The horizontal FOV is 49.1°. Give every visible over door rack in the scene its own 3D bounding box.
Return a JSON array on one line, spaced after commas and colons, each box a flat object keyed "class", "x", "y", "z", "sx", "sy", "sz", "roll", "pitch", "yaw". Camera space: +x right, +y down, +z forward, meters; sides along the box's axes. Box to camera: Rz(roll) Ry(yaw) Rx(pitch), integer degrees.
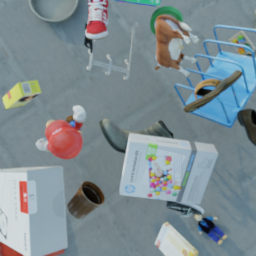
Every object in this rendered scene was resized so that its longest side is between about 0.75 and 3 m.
[{"class": "over door rack", "x": -0.562, "y": -2.839, "z": 9.841, "sx": 1.524, "sy": 0.687, "sz": 2.063, "roll": 11, "pitch": 89, "yaw": -20}]

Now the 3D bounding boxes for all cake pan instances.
[{"class": "cake pan", "x": -3.116, "y": -5.422, "z": 11.862, "sx": 2.079, "sy": 0.381, "sz": 2.079, "roll": 0, "pitch": 85, "yaw": 0}]

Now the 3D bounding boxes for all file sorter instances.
[{"class": "file sorter", "x": 3.096, "y": -1.792, "z": 9.376, "sx": 1.906, "sy": 1.685, "sz": 2.747, "roll": 26, "pitch": 78, "yaw": 40}]

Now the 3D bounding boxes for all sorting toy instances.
[{"class": "sorting toy", "x": 4.006, "y": -2.947, "z": 9.929, "sx": 0.156, "sy": 0.856, "sz": 0.793, "roll": -41, "pitch": 95, "yaw": -12}]

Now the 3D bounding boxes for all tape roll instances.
[{"class": "tape roll", "x": 1.319, "y": -3.602, "z": 9.647, "sx": 1.123, "sy": 1.123, "sz": 0.270, "roll": 12, "pitch": 53, "yaw": 1}]

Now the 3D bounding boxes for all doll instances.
[{"class": "doll", "x": 3.183, "y": 3.871, "z": 10.958, "sx": 1.351, "sy": 0.327, "sz": 0.922, "roll": 41, "pitch": 93, "yaw": 10}]

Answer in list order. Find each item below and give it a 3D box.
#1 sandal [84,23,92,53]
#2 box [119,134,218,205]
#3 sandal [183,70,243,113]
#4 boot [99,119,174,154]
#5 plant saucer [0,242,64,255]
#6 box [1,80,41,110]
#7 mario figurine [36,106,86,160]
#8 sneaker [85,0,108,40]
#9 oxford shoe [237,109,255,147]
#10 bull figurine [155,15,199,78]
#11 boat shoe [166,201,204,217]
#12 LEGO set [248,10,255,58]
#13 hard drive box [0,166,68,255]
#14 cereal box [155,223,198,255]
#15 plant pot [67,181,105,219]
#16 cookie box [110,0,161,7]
[{"class": "sandal", "x": -1.332, "y": -2.919, "z": 9.138, "sx": 0.261, "sy": 1.091, "sz": 0.410, "roll": -1, "pitch": 55, "yaw": 3}, {"class": "box", "x": 1.122, "y": 1.252, "z": 8.282, "sx": 2.515, "sy": 0.518, "sz": 1.961, "roll": 9, "pitch": 118, "yaw": -3}, {"class": "sandal", "x": 2.237, "y": -1.079, "z": 7.602, "sx": 2.152, "sy": 0.879, "sz": 0.587, "roll": -35, "pitch": 84, "yaw": -18}, {"class": "boot", "x": 0.407, "y": 0.206, "z": 8.705, "sx": 1.636, "sy": 0.848, "sz": 2.505, "roll": -35, "pitch": 125, "yaw": 16}, {"class": "plant saucer", "x": -4.091, "y": 3.977, "z": 10.880, "sx": 2.650, "sy": 0.486, "sz": 2.645, "roll": -15, "pitch": 85, "yaw": -2}, {"class": "box", "x": -3.291, "y": -0.978, "z": 8.544, "sx": 0.636, "sy": 1.690, "sz": 0.423, "roll": -19, "pitch": 93, "yaw": -39}, {"class": "mario figurine", "x": -2.104, "y": 0.038, "z": 8.729, "sx": 1.417, "sy": 2.674, "sz": 1.650, "roll": 10, "pitch": 94, "yaw": -11}, {"class": "sneaker", "x": -0.916, "y": -3.374, "z": 8.268, "sx": 0.680, "sy": 1.909, "sz": 1.074, "roll": 0, "pitch": 128, "yaw": -1}, {"class": "oxford shoe", "x": 4.029, "y": 0.079, "z": 8.680, "sx": 0.559, "sy": 0.649, "sz": 1.538, "roll": -42, "pitch": 99, "yaw": -24}, {"class": "bull figurine", "x": 1.350, "y": -2.310, "z": 8.420, "sx": 1.397, "sy": 2.302, "sz": 0.750, "roll": 31, "pitch": 74, "yaw": 24}, {"class": "boat shoe", "x": 1.906, "y": 2.742, "z": 9.386, "sx": 1.389, "sy": 0.513, "sz": 0.475, "roll": 26, "pitch": 58, "yaw": -17}, {"class": "LEGO set", "x": 5.881, "y": -4.051, "z": 11.532, "sx": 1.761, "sy": 0.768, "sz": 2.711, "roll": 27, "pitch": 85, "yaw": 2}, {"class": "hard drive box", "x": -2.847, "y": 2.187, "z": 7.918, "sx": 1.042, "sy": 2.714, "sz": 2.116, "roll": 0, "pitch": 82, "yaw": -42}, {"class": "cereal box", "x": 1.238, "y": 3.154, "z": 7.365, "sx": 1.100, "sy": 0.217, "sz": 0.791, "roll": 39, "pitch": 124, "yaw": 37}, {"class": "plant pot", "x": -1.347, "y": 2.267, "z": 8.641, "sx": 0.908, "sy": 0.908, "sz": 0.898, "roll": 45, "pitch": 109, "yaw": 4}, {"class": "cookie box", "x": 0.187, "y": -4.252, "z": 8.885, "sx": 1.577, "sy": 1.349, "sz": 0.592, "roll": 4, "pitch": 114, "yaw": -7}]
